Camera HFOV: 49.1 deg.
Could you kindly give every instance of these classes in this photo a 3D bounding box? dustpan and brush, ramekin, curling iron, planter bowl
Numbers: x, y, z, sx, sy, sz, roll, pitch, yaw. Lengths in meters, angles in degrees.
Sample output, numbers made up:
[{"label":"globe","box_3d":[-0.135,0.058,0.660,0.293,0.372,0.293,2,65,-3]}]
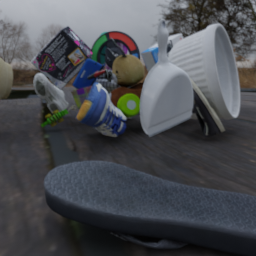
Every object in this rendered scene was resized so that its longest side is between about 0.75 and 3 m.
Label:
[{"label":"dustpan and brush","box_3d":[0.780,-1.051,5.713,1.494,2.141,0.613,-22,38,-35]},{"label":"ramekin","box_3d":[2.305,-1.552,8.462,1.454,2.771,2.771,-8,5,32]},{"label":"curling iron","box_3d":[-0.893,-1.519,8.320,0.192,0.372,1.501,-17,15,-31]},{"label":"planter bowl","box_3d":[-3.966,-1.396,7.826,1.165,1.730,1.730,3,6,-42]}]

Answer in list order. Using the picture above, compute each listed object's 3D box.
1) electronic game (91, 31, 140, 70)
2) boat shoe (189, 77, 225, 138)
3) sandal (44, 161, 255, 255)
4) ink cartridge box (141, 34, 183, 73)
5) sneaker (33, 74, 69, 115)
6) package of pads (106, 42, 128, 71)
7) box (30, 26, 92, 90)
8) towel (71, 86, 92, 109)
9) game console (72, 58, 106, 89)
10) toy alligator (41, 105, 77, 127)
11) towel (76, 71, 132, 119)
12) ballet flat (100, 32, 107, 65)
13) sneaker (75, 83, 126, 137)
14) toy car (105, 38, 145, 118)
[{"label":"electronic game","box_3d":[-0.519,-2.677,10.800,2.027,2.027,0.422,3,15,17]},{"label":"boat shoe","box_3d":[1.766,-0.512,7.195,0.621,1.982,0.720,-32,24,19]},{"label":"sandal","box_3d":[0.288,0.965,3.038,2.671,0.572,1.015,12,19,10]},{"label":"ink cartridge box","box_3d":[1.456,-2.634,10.525,1.644,1.189,0.692,-36,23,-25]},{"label":"sneaker","box_3d":[-3.140,-1.450,11.541,0.724,1.859,0.924,-16,23,33]},{"label":"package of pads","box_3d":[-0.438,-2.838,11.434,0.543,1.435,0.865,19,17,20]},{"label":"box","box_3d":[-2.241,-2.512,9.764,1.527,1.326,2.311,-42,20,11]},{"label":"towel","box_3d":[-1.332,-0.968,9.094,1.004,0.721,0.114,-7,24,30]},{"label":"game console","box_3d":[-1.275,-1.776,9.269,0.914,1.071,0.633,20,24,-34]},{"label":"toy alligator","box_3d":[-2.149,-0.400,8.817,1.297,0.384,0.352,-33,7,-22]},{"label":"towel","box_3d":[-0.763,-1.329,10.941,1.902,0.983,2.297,5,-28,22]},{"label":"ballet flat","box_3d":[-1.125,-3.523,12.485,0.746,0.780,2.215,22,-20,-12]},{"label":"sneaker","box_3d":[-0.539,-0.343,7.116,1.217,1.039,2.761,31,-2,-2]},{"label":"toy car","box_3d":[-0.162,-1.588,8.929,1.903,2.412,1.982,-27,4,-16]}]
